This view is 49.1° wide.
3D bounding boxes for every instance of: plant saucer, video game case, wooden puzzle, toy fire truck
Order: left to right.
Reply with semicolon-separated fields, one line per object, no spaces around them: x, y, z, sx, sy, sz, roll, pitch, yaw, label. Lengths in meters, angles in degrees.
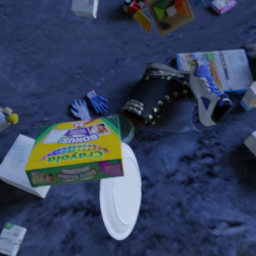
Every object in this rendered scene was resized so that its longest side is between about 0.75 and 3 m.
-0.415;0.056;9.850;1.276;0.175;1.276;0;64;1;plant saucer
0.545;-5.444;12.351;1.270;0.817;1.118;31;66;2;toy fire truck
1.021;-2.817;6.801;1.605;1.082;0.188;-31;38;17;wooden puzzle
3.343;-2.140;10.874;2.739;0.244;1.960;-4;64;0;video game case

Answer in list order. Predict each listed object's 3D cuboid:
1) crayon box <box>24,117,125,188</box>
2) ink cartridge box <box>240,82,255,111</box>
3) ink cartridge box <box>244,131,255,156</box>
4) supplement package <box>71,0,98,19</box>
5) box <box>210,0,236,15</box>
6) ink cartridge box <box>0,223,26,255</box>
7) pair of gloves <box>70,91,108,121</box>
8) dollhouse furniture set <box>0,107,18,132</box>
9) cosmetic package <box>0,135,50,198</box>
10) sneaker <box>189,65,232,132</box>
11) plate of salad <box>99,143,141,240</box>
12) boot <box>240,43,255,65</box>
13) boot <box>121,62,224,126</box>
-0.927;0.396;5.234;1.620;0.472;1.398;-7;31;-1;crayon box
4.557;-1.178;9.852;0.730;1.268;0.430;-21;65;-10;ink cartridge box
4.970;0.684;9.206;1.285;0.742;1.761;-31;67;-15;ink cartridge box
-1.270;-3.698;8.349;0.629;1.148;0.653;9;105;-6;supplement package
4.306;-5.597;12.687;0.984;0.192;0.673;-34;68;-16;box
-3.421;3.245;8.146;0.573;0.325;0.782;15;64;7;ink cartridge box
-1.412;-0.780;10.287;1.359;0.155;1.092;-32;69;-14;pair of gloves
-4.797;0.268;8.417;2.677;2.527;1.747;-41;70;-6;dollhouse furniture set
-3.054;1.212;8.859;1.458;0.899;1.463;19;66;10;cosmetic package
2.119;-0.788;7.009;0.679;0.970;1.680;5;80;-33;sneaker
-0.194;1.319;5.987;0.479;1.993;1.993;-5;61;22;plate of salad
5.316;-3.063;11.275;1.390;0.485;0.915;-2;58;-6;boot
1.447;-0.919;9.687;3.031;1.094;2.289;25;70;27;boot
